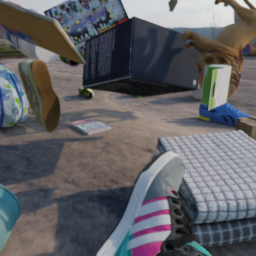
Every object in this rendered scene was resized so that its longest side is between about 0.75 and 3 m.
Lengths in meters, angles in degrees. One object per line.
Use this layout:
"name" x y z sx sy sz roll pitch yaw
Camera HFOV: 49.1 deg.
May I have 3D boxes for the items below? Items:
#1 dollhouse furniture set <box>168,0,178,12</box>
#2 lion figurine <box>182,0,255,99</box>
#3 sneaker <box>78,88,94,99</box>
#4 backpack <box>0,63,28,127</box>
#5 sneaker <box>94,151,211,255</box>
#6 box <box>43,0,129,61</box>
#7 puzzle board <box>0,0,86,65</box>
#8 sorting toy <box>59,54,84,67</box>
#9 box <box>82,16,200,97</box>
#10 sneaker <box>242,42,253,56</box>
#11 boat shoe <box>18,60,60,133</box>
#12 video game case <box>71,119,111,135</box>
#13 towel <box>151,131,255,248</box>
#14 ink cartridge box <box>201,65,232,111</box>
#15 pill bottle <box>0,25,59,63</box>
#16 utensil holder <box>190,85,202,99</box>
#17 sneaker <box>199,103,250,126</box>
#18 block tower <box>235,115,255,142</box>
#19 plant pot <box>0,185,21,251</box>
"dollhouse furniture set" 1.751 -4.357 9.379 0.473 0.942 0.617 14 51 -15
"lion figurine" 2.362 -2.029 6.374 1.653 2.699 0.978 39 1 18
"sneaker" -2.018 -1.803 14.069 0.526 0.519 1.377 -13 25 -31
"backpack" -4.556 -1.060 9.920 1.954 2.073 2.541 7 22 -22
"sneaker" 0.622 1.425 3.454 1.558 1.079 2.581 13 49 27
"box" -1.255 -3.443 9.079 2.421 1.657 0.483 -26 10 0
"puzzle board" -2.094 -2.150 6.003 2.231 0.194 1.681 25 -7 15
"sorting toy" -1.891 -2.907 10.461 1.232 2.050 0.841 6 52 -38
"box" 0.313 -1.690 7.481 2.281 1.413 2.242 3 0 -37
"sneaker" 3.839 -2.964 9.668 0.424 1.082 0.407 -37 -3 -7
"boat shoe" -1.748 -0.614 5.563 0.475 1.515 0.555 8 31 23
"video game case" -1.310 -0.060 9.738 0.900 0.110 1.259 -14 24 -34
"towel" 1.702 1.027 5.290 2.118 1.095 2.558 -5 22 -9
"ink cartridge box" 1.458 -0.728 4.887 0.352 0.688 0.931 14 21 34
"pill bottle" -2.886 -2.758 8.429 1.191 1.191 1.992 -19 46 -42
"utensil holder" 3.993 -2.088 13.819 1.502 1.277 1.277 -11 22 -20
"sneaker" 3.579 -0.575 10.192 2.064 0.809 0.680 13 21 30
"block tower" 4.550 -0.020 8.620 2.810 0.812 0.759 -7 21 -23
"plant pot" -2.245 1.515 3.949 1.153 1.153 1.083 -1 33 -4
